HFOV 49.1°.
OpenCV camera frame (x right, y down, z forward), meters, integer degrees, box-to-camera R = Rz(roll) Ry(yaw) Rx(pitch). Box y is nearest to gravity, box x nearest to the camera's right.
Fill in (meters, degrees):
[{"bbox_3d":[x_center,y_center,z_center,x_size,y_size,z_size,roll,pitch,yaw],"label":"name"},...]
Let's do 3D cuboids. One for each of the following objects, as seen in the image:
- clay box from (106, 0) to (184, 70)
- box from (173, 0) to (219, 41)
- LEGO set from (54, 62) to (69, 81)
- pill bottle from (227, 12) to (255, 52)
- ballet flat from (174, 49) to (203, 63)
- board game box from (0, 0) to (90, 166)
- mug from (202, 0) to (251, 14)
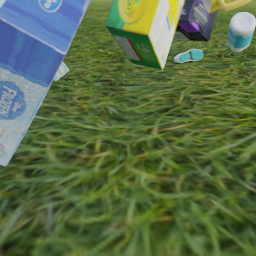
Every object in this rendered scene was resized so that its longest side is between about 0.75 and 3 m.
[{"bbox_3d":[0.471,-2.079,3.585,0.557,2.339,1.344,16,-1,14],"label":"clay box"},{"bbox_3d":[1.973,-4.046,8.517,1.264,2.384,1.457,18,1,41],"label":"box"},{"bbox_3d":[-1.909,-1.137,5.648,1.171,0.875,0.287,-38,30,-3],"label":"LEGO set"},{"bbox_3d":[3.207,-2.671,8.018,0.653,1.178,0.653,-4,71,13],"label":"pill bottle"},{"bbox_3d":[2.641,-3.156,12.332,1.520,0.528,0.528,-19,34,-29],"label":"ballet flat"},{"bbox_3d":[-1.049,-1.185,3.606,0.591,2.714,2.727,26,56,-20],"label":"board game box"},{"bbox_3d":[1.568,-2.213,4.402,0.736,0.897,0.718,-18,-3,10],"label":"mug"}]
